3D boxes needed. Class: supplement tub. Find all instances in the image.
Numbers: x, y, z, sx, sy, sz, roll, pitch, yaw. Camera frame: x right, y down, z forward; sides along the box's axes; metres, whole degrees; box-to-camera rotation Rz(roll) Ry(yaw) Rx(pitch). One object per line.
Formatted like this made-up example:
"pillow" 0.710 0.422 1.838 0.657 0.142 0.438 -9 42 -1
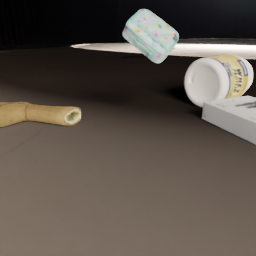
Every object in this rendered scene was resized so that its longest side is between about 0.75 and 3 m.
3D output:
"supplement tub" 3.784 -1.994 11.527 2.657 1.918 1.918 -19 28 -40

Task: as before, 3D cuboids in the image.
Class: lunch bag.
"lunch bag" 0.631 -2.488 7.608 1.431 0.551 1.147 38 56 1

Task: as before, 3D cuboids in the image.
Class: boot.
"boot" -2.969 -0.416 9.065 2.268 0.750 1.986 8 22 18

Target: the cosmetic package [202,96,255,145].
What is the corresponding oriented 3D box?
"cosmetic package" 3.997 -0.323 8.901 2.022 0.693 2.682 -11 23 -21
